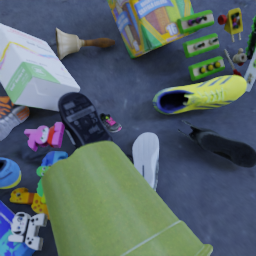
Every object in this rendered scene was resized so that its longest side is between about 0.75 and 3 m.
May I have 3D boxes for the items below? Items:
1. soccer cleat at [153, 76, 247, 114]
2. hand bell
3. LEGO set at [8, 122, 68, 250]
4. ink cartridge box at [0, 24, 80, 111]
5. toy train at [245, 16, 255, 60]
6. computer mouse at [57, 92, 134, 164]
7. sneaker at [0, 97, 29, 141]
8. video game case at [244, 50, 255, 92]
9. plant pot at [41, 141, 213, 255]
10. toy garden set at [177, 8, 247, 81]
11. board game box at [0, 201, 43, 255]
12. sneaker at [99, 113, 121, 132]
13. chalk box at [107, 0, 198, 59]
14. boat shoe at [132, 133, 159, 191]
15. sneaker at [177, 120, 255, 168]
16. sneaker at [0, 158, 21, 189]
[{"bbox_3d":[1.953,-0.844,7.673,2.579,1.079,0.834,-10,99,11],"label":"soccer cleat"},{"bbox_3d":[-1.380,-2.827,9.363,1.923,1.001,1.001,-7,59,-16],"label":"hand bell"},{"bbox_3d":[-2.257,1.342,6.691,1.165,1.083,2.839,3,65,4],"label":"LEGO set"},{"bbox_3d":[-2.895,-1.880,8.065,0.991,1.724,2.944,-49,62,21],"label":"ink cartridge box"},{"bbox_3d":[3.953,-2.857,8.729,0.341,1.635,0.461,18,59,21],"label":"toy train"},{"bbox_3d":[-1.216,0.447,7.034,1.821,0.597,2.594,-36,88,-34],"label":"computer mouse"},{"bbox_3d":[-3.699,-0.244,7.927,1.680,0.652,0.941,-39,58,-25],"label":"sneaker"},{"bbox_3d":[3.670,-1.773,8.169,0.288,1.148,1.266,23,31,16],"label":"video game case"},{"bbox_3d":[-0.362,1.748,5.210,2.734,2.734,2.596,-27,67,-15],"label":"plant pot"},{"bbox_3d":[2.724,-2.243,8.253,2.069,0.495,2.482,-21,102,-17],"label":"toy garden set"},{"bbox_3d":[-3.380,2.822,6.060,1.822,0.539,2.396,33,65,18],"label":"board game box"},{"bbox_3d":[-0.516,-0.166,7.575,0.308,0.365,0.835,-39,42,-21],"label":"sneaker"},{"bbox_3d":[0.555,-3.903,8.544,1.808,1.799,2.906,-27,103,-15],"label":"chalk box"},{"bbox_3d":[0.434,0.934,7.132,0.673,0.662,1.867,1,45,12],"label":"boat shoe"},{"bbox_3d":[2.326,0.384,7.334,1.979,1.032,0.594,22,98,-9],"label":"sneaker"},{"bbox_3d":[-3.627,0.980,6.361,2.241,0.879,0.739,-3,55,1],"label":"sneaker"}]
